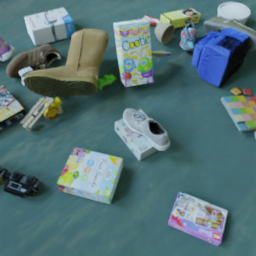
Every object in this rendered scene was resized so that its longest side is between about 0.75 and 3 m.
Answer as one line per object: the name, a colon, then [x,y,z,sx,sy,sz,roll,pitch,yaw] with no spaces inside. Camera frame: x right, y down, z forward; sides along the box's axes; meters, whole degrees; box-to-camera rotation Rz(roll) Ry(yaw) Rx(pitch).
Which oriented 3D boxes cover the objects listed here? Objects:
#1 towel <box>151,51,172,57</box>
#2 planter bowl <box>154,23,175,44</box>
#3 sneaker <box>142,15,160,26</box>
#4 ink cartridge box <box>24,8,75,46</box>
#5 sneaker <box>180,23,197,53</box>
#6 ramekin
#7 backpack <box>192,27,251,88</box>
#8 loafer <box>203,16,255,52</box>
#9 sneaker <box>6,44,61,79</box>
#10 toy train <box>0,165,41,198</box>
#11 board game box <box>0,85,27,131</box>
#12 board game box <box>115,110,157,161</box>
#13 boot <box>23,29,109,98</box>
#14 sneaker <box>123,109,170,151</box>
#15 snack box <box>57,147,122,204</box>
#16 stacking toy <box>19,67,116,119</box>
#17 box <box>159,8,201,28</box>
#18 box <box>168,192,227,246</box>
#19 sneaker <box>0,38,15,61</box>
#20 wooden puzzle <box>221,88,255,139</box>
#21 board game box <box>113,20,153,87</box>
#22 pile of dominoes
towel: [1.164,-2.701,10.221,0.620,0.098,0.863,19,27,29]
planter bowl: [1.433,-3.938,11.459,0.813,0.813,0.547,-36,63,-25]
sneaker: [1.010,-4.633,12.376,0.892,0.298,0.478,33,68,18]
ink cartridge box: [-3.271,-4.251,11.754,1.749,0.751,1.281,-21,53,-19]
sneaker: [2.435,-3.667,11.249,0.577,0.695,1.454,10,54,-12]
ramekin: [4.584,-4.894,12.334,1.386,0.646,1.386,0,52,0]
backpack: [3.371,-2.739,10.018,1.607,1.557,1.916,40,61,21]
loafer: [4.161,-3.869,11.001,0.927,1.000,2.660,-40,50,-6]
sneaker: [-3.432,-2.415,10.322,0.800,0.746,2.117,34,60,22]
toy train: [-3.794,1.293,7.589,2.952,0.504,0.676,15,66,10]
board game box: [-4.601,-0.350,8.917,2.218,0.384,1.503,-34,59,-24]
board game box: [0.367,0.185,8.470,1.003,0.437,1.359,-27,58,-21]
boot: [-1.992,-2.297,9.592,2.454,0.927,2.803,5,52,-3]
sneaker: [0.555,-0.116,7.992,1.694,0.694,0.633,37,60,24]
snack box: [-0.991,1.263,7.583,1.442,0.488,1.216,12,52,8]
stacking toy: [-2.160,-1.664,9.862,2.775,0.652,2.092,-31,59,-24]
box: [2.275,-4.770,12.226,1.764,0.442,0.664,-22,53,-25]
box: [1.725,2.230,6.940,1.269,0.248,0.868,21,54,12]
sneaker: [-5.348,-2.978,10.443,2.146,0.949,0.863,-3,55,20]
wooden puzzle: [3.883,-0.525,9.044,1.377,0.163,2.321,-4,51,-16]
board game box: [0.180,-2.537,9.483,1.016,1.973,1.035,-11,26,-8]
pile of dominoes: [-2.838,-0.452,8.814,1.206,0.192,0.940,-53,37,-13]
